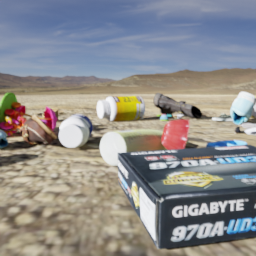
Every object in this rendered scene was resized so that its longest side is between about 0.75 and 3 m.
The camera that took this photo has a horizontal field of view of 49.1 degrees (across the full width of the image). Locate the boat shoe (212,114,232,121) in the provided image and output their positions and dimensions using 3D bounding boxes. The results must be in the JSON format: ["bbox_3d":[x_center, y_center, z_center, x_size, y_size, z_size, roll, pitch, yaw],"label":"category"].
[{"bbox_3d":[4.371,-0.487,12.892,1.121,0.357,0.396,-1,3,-18],"label":"boat shoe"}]

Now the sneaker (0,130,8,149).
[{"bbox_3d":[-3.470,0.376,7.567,0.511,0.461,1.247,25,5,-6],"label":"sneaker"}]

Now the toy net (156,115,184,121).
[{"bbox_3d":[2.055,-0.502,13.501,1.373,0.265,0.720,-2,5,-27],"label":"toy net"}]

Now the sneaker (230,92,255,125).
[{"bbox_3d":[4.821,-0.641,12.161,1.008,1.118,2.728,32,-1,25],"label":"sneaker"}]

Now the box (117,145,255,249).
[{"bbox_3d":[1.280,0.783,4.016,2.566,0.590,2.040,-2,9,-13],"label":"box"}]

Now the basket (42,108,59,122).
[{"bbox_3d":[-3.605,-0.596,12.867,0.591,0.617,0.828,-6,12,-36],"label":"basket"}]

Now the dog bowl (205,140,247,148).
[{"bbox_3d":[2.379,0.514,6.768,1.199,0.297,0.669,-4,9,-26],"label":"dog bowl"}]

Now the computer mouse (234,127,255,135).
[{"bbox_3d":[4.237,0.092,9.638,1.113,0.244,0.610,5,9,29],"label":"computer mouse"}]

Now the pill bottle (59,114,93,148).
[{"bbox_3d":[-1.455,0.096,7.767,0.816,0.816,1.469,0,10,0],"label":"pill bottle"}]

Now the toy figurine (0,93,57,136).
[{"bbox_3d":[-3.325,-0.250,9.423,1.758,1.434,1.911,9,31,1],"label":"toy figurine"}]

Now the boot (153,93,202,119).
[{"bbox_3d":[2.673,-0.906,14.300,2.308,0.918,2.651,22,2,31],"label":"boot"}]

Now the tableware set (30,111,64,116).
[{"bbox_3d":[-4.392,-0.824,15.638,1.538,0.214,1.841,2,9,12],"label":"tableware set"}]

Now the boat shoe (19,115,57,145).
[{"bbox_3d":[-2.630,0.164,7.993,0.760,0.761,2.163,-43,21,-15],"label":"boat shoe"}]

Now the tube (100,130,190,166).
[{"bbox_3d":[0.490,0.360,6.852,0.723,0.808,2.786,-40,-18,31],"label":"tube"}]

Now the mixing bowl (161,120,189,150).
[{"bbox_3d":[1.025,0.175,6.313,0.470,0.867,0.867,14,9,0],"label":"mixing bowl"}]

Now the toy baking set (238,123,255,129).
[{"bbox_3d":[5.201,-0.075,10.815,1.382,0.210,1.801,-2,9,-15],"label":"toy baking set"}]

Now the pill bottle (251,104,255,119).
[{"bbox_3d":[6.428,-1.080,14.459,1.086,1.086,1.987,-1,8,-4],"label":"pill bottle"}]

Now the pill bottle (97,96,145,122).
[{"bbox_3d":[-0.340,-0.891,13.019,2.081,1.137,1.137,-5,10,-26],"label":"pill bottle"}]
